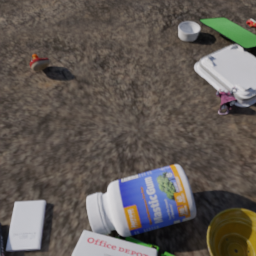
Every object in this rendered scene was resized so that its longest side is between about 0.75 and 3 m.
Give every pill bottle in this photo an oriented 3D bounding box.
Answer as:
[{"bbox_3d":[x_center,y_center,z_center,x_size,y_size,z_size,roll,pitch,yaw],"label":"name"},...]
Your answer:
[{"bbox_3d":[0.298,1.910,7.101,2.514,1.409,1.409,-16,54,-1],"label":"pill bottle"}]

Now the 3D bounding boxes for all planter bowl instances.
[{"bbox_3d":[2.733,2.939,6.850,1.752,0.730,1.752,0,53,-1],"label":"planter bowl"}]

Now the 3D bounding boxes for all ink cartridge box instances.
[{"bbox_3d":[-0.535,3.578,5.631,1.867,1.083,2.530,12,33,8],"label":"ink cartridge box"}]

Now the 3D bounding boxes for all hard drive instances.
[{"bbox_3d":[-2.696,2.589,7.466,0.834,0.160,1.265,-3,53,-2],"label":"hard drive"}]

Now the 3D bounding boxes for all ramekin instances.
[{"bbox_3d":[2.667,-4.233,12.404,0.942,0.495,0.942,0,53,0],"label":"ramekin"}]

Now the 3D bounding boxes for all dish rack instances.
[{"bbox_3d":[4.266,-2.210,10.831,2.407,0.611,2.805,-26,58,-19],"label":"dish rack"}]

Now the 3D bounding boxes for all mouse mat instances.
[{"bbox_3d":[4.618,-4.199,12.250,2.140,0.100,2.659,-20,52,-36],"label":"mouse mat"}]

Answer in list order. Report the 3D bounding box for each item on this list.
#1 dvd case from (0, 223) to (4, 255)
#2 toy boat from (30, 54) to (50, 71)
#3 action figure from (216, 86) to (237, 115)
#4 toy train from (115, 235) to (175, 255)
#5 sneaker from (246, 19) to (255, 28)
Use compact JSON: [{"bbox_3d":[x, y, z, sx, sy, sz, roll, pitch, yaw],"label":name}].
[{"bbox_3d":[-4.311,3.576,6.555,2.690,0.333,2.022,-17,51,-12],"label":"dvd case"},{"bbox_3d":[-3.505,-2.590,10.881,0.590,0.589,0.902,52,19,-7],"label":"toy boat"},{"bbox_3d":[3.484,-1.054,10.006,0.687,0.764,1.026,-1,39,-4],"label":"action figure"},{"bbox_3d":[0.460,3.116,6.929,1.840,0.384,0.519,19,38,17],"label":"toy train"},{"bbox_3d":[5.804,-4.750,12.975,0.320,0.290,0.753,-32,51,-9],"label":"sneaker"}]
